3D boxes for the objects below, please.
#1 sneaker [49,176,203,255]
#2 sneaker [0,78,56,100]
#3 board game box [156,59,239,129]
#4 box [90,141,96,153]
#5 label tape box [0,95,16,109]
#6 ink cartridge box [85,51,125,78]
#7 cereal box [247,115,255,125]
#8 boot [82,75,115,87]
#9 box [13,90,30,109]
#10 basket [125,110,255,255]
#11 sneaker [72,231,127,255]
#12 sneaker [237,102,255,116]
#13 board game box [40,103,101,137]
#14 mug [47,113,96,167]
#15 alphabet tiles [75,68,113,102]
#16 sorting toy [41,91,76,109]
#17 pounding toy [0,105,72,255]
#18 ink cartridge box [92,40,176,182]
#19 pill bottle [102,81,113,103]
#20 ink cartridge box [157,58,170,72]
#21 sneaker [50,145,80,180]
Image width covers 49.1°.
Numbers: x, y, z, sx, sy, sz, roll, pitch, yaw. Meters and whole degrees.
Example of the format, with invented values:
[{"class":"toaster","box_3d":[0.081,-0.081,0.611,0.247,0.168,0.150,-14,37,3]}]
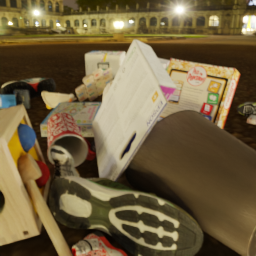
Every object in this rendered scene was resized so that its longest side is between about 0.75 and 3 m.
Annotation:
[{"class":"sneaker","box_3d":[0.007,1.441,5.310,2.937,1.129,1.301,14,13,24]},{"class":"sneaker","box_3d":[-5.150,-1.937,14.163,1.319,0.994,2.822,3,18,43]},{"class":"board game box","box_3d":[1.791,-0.538,7.979,1.926,2.542,0.589,20,6,32]},{"class":"box","box_3d":[-0.459,0.504,8.287,0.946,0.257,1.180,20,24,12]},{"class":"label tape box","box_3d":[-5.759,-1.062,11.814,1.782,0.589,1.277,-1,5,42]},{"class":"ink cartridge box","box_3d":[-1.423,-4.044,18.283,2.302,1.681,1.689,4,23,9]},{"class":"cereal box","box_3d":[5.077,-0.261,10.683,0.902,0.178,0.649,15,26,33]},{"class":"boot","box_3d":[-1.302,-2.728,16.405,2.065,0.824,2.271,-11,17,-30]},{"class":"box","box_3d":[-4.693,-1.266,12.375,0.650,0.824,0.210,2,19,3]},{"class":"basket","box_3d":[1.624,1.006,5.359,2.388,1.801,2.649,-29,36,-20]},{"class":"sneaker","box_3d":[-0.432,2.097,4.383,0.605,0.377,1.129,-19,25,-36]},{"class":"sneaker","box_3d":[5.012,-0.818,11.779,1.472,0.544,0.596,-5,14,-34]},{"class":"board game box","box_3d":[-2.022,-0.381,10.597,1.809,0.461,2.691,0,21,1]},{"class":"mug","box_3d":[-1.714,0.392,7.930,1.041,1.385,1.560,-32,34,-2]},{"class":"alphabet tiles","box_3d":[-1.466,-1.893,12.544,1.875,1.917,0.140,-34,72,-12]},{"class":"sorting toy","box_3d":[-2.979,-1.279,12.713,1.380,0.737,1.242,7,15,15]},{"class":"pounding toy","box_3d":[-2.100,1.004,5.110,1.708,2.211,2.402,-15,23,-4]},{"class":"ink cartridge box","box_3d":[0.022,-0.211,6.562,0.616,2.795,2.846,15,34,-26]},{"class":"pill bottle","box_3d":[-0.228,-0.867,10.415,1.481,1.481,2.589,-1,21,-4]},{"class":"ink cartridge box","box_3d":[0.957,-2.537,14.132,1.745,1.754,2.390,16,26,21]},{"class":"sneaker","box_3d":[-1.463,0.929,6.239,0.436,1.154,0.506,2,37,34]}]
